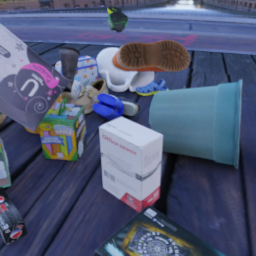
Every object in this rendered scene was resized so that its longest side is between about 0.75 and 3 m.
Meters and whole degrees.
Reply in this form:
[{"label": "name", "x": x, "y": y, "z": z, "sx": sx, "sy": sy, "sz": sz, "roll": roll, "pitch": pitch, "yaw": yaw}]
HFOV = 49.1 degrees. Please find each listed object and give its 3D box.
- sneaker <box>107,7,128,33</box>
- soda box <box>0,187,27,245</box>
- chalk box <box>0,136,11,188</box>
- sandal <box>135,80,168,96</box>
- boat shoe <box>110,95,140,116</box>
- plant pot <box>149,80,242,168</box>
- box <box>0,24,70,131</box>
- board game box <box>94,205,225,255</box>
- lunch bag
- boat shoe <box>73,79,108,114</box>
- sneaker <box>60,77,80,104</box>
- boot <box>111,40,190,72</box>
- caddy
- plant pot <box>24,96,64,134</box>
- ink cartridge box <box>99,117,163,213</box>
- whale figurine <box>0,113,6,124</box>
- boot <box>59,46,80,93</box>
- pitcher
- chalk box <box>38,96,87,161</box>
[{"label": "sneaker", "x": -0.433, "y": -4.136, "z": 11.035, "sx": 0.727, "sy": 0.793, "sz": 1.862, "roll": 0, "pitch": 38, "yaw": -9}, {"label": "soda box", "x": -3.060, "y": 2.117, "z": 6.907, "sx": 0.543, "sy": 0.486, "sz": 1.533, "roll": -21, "pitch": 37, "yaw": -34}, {"label": "chalk box", "x": -4.018, "y": 1.091, "z": 7.845, "sx": 1.142, "sy": 1.147, "sz": 1.844, "roll": -13, "pitch": 25, "yaw": -21}, {"label": "sandal", "x": 1.187, "y": -2.016, "z": 13.863, "sx": 1.680, "sy": 0.731, "sz": 0.668, "roll": -6, "pitch": 32, "yaw": -8}, {"label": "boat shoe", "x": -0.300, "y": -0.975, "z": 12.068, "sx": 1.946, "sy": 0.726, "sz": 0.606, "roll": 19, "pitch": 23, "yaw": 36}, {"label": "plant pot", "x": 2.196, "y": -0.185, "z": 9.032, "sx": 2.651, "sy": 2.706, "sz": 2.706, "roll": 4, "pitch": 29, "yaw": 21}, {"label": "box", "x": -3.381, "y": -1.508, "z": 7.597, "sx": 1.629, "sy": 2.839, "sz": 1.876, "roll": 25, "pitch": 78, "yaw": 50}, {"label": "board game box", "x": 0.868, "y": 2.855, "z": 5.738, "sx": 2.712, "sy": 0.382, "sz": 1.834, "roll": 26, "pitch": 39, "yaw": 37}, {"label": "lunch bag", "x": -2.525, "y": -2.662, "z": 13.925, "sx": 2.194, "sy": 1.758, "sz": 0.829, "roll": -22, "pitch": 36, "yaw": -34}, {"label": "boat shoe", "x": -1.769, "y": -1.483, "z": 12.713, "sx": 1.023, "sy": 0.917, "sz": 2.763, "roll": 10, "pitch": 32, "yaw": 16}, {"label": "sneaker", "x": -2.543, "y": -1.418, "z": 11.727, "sx": 2.420, "sy": 0.870, "sz": 0.877, "roll": -24, "pitch": 33, "yaw": 60}, {"label": "boot", "x": 0.605, "y": -1.933, "z": 7.838, "sx": 2.196, "sy": 0.824, "sz": 1.178, "roll": -2, "pitch": 2, "yaw": -21}, {"label": "caddy", "x": -0.810, "y": -0.863, "z": 11.669, "sx": 1.327, "sy": 0.938, "sz": 0.697, "roll": 23, "pitch": -4, "yaw": 33}, {"label": "plant pot", "x": -3.428, "y": -0.995, "z": 10.599, "sx": 1.823, "sy": 1.669, "sz": 1.823, "roll": -6, "pitch": 48, "yaw": 7}, {"label": "ink cartridge box", "x": 0.065, "y": 0.937, "z": 7.375, "sx": 1.509, "sy": 2.055, "sz": 0.852, "roll": 25, "pitch": 38, "yaw": 37}, {"label": "whale figurine", "x": -6.285, "y": -0.689, "z": 10.776, "sx": 2.859, "sy": 1.483, "sz": 2.274, "roll": -9, "pitch": 31, "yaw": -13}, {"label": "boot", "x": -1.805, "y": -1.682, "z": 8.466, "sx": 0.591, "sy": 1.115, "sz": 1.694, "roll": 8, "pitch": -9, "yaw": -1}, {"label": "pitcher", "x": -0.560, "y": -2.865, "z": 14.354, "sx": 2.552, "sy": 1.803, "sz": 2.975, "roll": -25, "pitch": 49, "yaw": -38}, {"label": "chalk box", "x": -2.135, "y": -0.064, "z": 9.207, "sx": 1.217, "sy": 1.963, "sz": 1.225, "roll": 3, "pitch": 30, "yaw": 6}]
